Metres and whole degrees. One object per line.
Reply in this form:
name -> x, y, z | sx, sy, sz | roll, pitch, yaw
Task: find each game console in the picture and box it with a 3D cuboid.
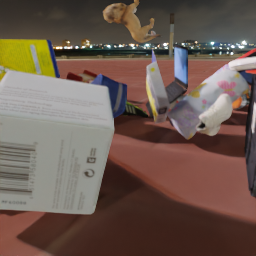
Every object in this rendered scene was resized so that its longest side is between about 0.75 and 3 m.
game console -> 3.379, -1.355, 6.881 | 1.623, 0.252, 1.435 | 19, -8, -10

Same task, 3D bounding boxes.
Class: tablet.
tablet -> 2.544, -1.237, 5.119 | 1.313, 0.138, 2.018 | -4, 14, 20

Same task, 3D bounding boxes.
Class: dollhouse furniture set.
dollhouse furniture set -> -1.385, -1.625, 12.582 | 2.686, 1.092, 1.446 | 25, 24, 18

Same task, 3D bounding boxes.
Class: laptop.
laptop -> 1.299, -1.718, 10.004 | 2.308, 1.192, 2.046 | -39, 15, 10

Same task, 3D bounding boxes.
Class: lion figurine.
lion figurine -> 0.168, -3.635, 9.809 | 1.235, 2.017, 0.731 | -46, 3, -22

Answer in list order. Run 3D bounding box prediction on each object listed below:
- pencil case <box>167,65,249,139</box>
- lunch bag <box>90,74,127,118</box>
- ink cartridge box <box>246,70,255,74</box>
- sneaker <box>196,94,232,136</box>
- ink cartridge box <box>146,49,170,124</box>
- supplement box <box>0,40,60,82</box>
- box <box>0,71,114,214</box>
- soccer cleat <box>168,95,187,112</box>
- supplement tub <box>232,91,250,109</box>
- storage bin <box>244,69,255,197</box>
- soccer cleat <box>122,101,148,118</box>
pencil case -> 1.961, -0.609, 6.954 | 2.039, 0.925, 0.848 | -41, 16, 10
lunch bag -> -0.720, -0.805, 8.523 | 1.037, 1.064, 1.567 | 18, -20, -26
ink cartridge box -> 2.713, -0.906, 3.519 | 1.483, 0.438, 1.853 | -16, 21, -40
sneaker -> 1.750, -0.250, 5.798 | 0.510, 1.026, 0.400 | 3, 37, -23
ink cartridge box -> 0.719, -1.060, 7.619 | 0.371, 1.579, 1.560 | -16, -13, 0
supplement box -> -4.291, -2.298, 10.467 | 2.812, 1.540, 1.530 | -16, 3, -41
box -> -1.132, 0.215, 4.097 | 1.566, 1.559, 1.342 | 7, 30, -14
soccer cleat -> 2.287, -0.947, 10.408 | 2.127, 0.737, 0.825 | -4, 16, -3
supplement tub -> 4.338, -1.131, 10.973 | 0.715, 0.715, 1.167 | 13, 21, 37
storage bin -> 3.045, -0.102, 5.211 | 1.400, 2.019, 2.987 | 6, 17, 18
soccer cleat -> 0.096, -0.583, 9.586 | 1.223, 0.496, 0.413 | 27, 3, -2
